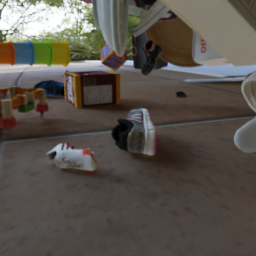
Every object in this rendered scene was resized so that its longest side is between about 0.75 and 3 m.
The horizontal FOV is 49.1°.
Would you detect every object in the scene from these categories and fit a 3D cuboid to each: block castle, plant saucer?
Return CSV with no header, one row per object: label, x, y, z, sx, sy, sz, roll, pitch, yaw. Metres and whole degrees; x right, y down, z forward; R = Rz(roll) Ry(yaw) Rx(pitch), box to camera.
block castle,-3.754,-0.601,8.950,1.557,1.093,2.330,6,19,11
plant saucer,-0.333,-2.551,5.441,0.563,2.244,2.244,3,17,3
plant saucer,1.841,-3.157,8.003,2.838,2.838,0.503,-1,32,-2

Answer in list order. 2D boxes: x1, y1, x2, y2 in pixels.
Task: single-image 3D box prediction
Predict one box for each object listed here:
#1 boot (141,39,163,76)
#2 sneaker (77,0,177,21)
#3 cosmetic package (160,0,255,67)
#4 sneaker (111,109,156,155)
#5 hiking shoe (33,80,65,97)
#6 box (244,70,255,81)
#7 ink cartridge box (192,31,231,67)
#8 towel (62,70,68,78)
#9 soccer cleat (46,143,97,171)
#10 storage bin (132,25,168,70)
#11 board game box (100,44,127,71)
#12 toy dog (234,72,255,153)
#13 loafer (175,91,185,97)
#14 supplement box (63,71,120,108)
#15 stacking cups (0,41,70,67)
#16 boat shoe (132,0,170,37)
boot,0.547,-1.957,7.792,0.338,0.937,0.708,36,9,25
sneaker,-0.094,-3.517,6.923,2.941,1.270,1.181,19,24,7
cosmetic package,1.347,-2.112,3.941,2.616,1.354,0.956,29,-10,-32
sneaker,0.056,0.020,7.194,0.986,0.832,2.254,4,20,-9
hiking shoe,-3.589,-1.954,13.927,2.201,0.819,0.954,-4,16,-14
box,3.251,-1.145,6.885,0.478,0.439,1.366,11,5,8
ink cartridge box,2.875,-2.528,6.652,2.461,1.786,1.026,3,2,45
towel,-2.508,-2.179,13.988,0.931,0.405,1.668,52,12,31
soccer cleat,-1.178,0.655,5.813,0.596,0.480,1.400,-28,29,-36
storage bin,0.904,-3.167,11.237,1.297,1.782,1.197,-24,34,-34
board game box,-0.635,-3.187,12.292,0.840,0.839,0.839,21,-40,-37
toy dog,2.022,0.457,3.385,1.322,2.745,1.810,-23,-2,-17
loafer,2.664,-1.754,14.250,0.301,0.264,0.838,13,21,37
supplement box,-1.653,-1.801,12.535,1.989,1.321,1.962,-8,18,-25
stacking cups,-2.458,-1.672,6.425,2.163,0.654,0.654,-11,20,-31
boat shoe,0.449,-2.319,5.726,1.158,0.381,0.417,-27,19,46
